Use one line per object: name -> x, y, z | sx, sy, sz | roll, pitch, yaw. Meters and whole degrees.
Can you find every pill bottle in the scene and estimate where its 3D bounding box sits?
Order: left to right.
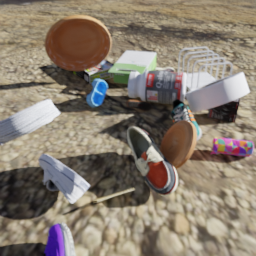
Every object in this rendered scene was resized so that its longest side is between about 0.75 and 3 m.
pill bottle -> 1.051, -1.462, 10.051 | 1.980, 1.147, 1.147 | 6, 33, 11

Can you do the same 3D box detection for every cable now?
cable -> -2.788, -0.207, 7.692 | 1.745, 0.604, 1.746 | -16, 15, 41

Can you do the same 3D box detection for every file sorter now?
file sorter -> 2.975, -2.268, 11.155 | 1.445, 1.296, 2.082 | -8, 33, -10

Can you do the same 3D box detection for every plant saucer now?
plant saucer -> -1.908, -3.235, 10.714 | 2.500, 2.500, 0.468 | -8, 56, -12
plant saucer -> 1.179, 0.400, 6.950 | 0.207, 1.285, 1.285 | 24, 25, -22

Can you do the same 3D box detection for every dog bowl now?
dog bowl -> -1.063, -1.213, 9.812 | 0.574, 1.030, 0.255 | 26, -11, -37

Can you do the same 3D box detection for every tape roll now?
tape roll -> 2.871, -1.155, 9.149 | 1.924, 0.673, 1.924 | -21, 6, 2

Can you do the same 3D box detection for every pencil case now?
pencil case -> 2.788, 0.536, 7.560 | 1.089, 0.481, 0.481 | 3, 33, 8

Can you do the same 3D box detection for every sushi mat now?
sushi mat -> -0.316, 1.493, 6.191 | 0.899, 0.430, 0.054 | -14, 80, -21

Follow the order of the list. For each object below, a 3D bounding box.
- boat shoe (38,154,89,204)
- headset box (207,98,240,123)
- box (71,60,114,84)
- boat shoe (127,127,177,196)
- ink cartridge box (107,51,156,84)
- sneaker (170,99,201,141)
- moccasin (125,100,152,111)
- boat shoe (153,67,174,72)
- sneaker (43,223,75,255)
boat shoe -> -1.660, 1.129, 6.406 | 1.874, 0.690, 0.613 | 16, 61, 48
headset box -> 3.058, -0.655, 9.153 | 1.001, 0.745, 0.387 | 12, 34, 17
box -> -1.812, -2.823, 12.803 | 1.490, 0.470, 2.707 | -22, 38, -30
boat shoe -> 0.501, 0.731, 6.734 | 0.742, 0.652, 2.084 | -37, 40, 10
ink cartridge box -> 0.239, -2.442, 11.879 | 1.429, 0.816, 2.752 | 8, 33, 13
sneaker -> 1.601, -0.222, 8.275 | 0.680, 0.761, 1.904 | -32, 23, 15
moccasin -> 0.366, -0.785, 9.664 | 0.950, 0.347, 0.367 | 1, 18, -19
boat shoe -> 1.581, -2.411, 12.279 | 1.121, 0.403, 0.363 | -6, 56, -32
sneaker -> -1.299, 2.434, 4.294 | 1.080, 0.755, 2.171 | -9, 34, -13
